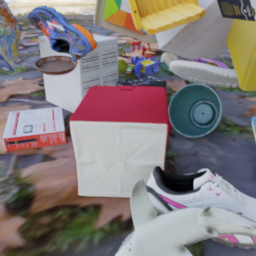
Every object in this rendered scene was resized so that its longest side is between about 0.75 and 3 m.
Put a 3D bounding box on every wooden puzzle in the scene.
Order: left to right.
[{"bbox_3d":[0.102,-4.547,10.198,2.623,2.427,0.488,19,36,5],"label":"wooden puzzle"}]

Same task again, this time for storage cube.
[{"bbox_3d":[-0.071,0.228,6.005,2.065,1.765,1.856,2,28,5],"label":"storage cube"}]

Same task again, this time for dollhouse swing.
[{"bbox_3d":[0.833,-3.030,6.461,1.581,1.437,1.390,-18,17,3],"label":"dollhouse swing"}]

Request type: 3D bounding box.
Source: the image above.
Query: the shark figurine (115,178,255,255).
[{"bbox_3d":[1.053,1.650,4.143,2.885,1.204,1.724,-7,60,3],"label":"shark figurine"}]

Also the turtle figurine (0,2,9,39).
[{"bbox_3d":[-2.915,-2.276,5.667,0.909,0.675,0.937,11,-18,-23],"label":"turtle figurine"}]

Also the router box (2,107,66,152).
[{"bbox_3d":[-2.621,-0.020,7.987,1.551,0.422,1.728,-7,27,-13],"label":"router box"}]

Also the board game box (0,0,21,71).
[{"bbox_3d":[-4.181,-3.183,8.970,0.448,1.762,2.603,2,-14,-1],"label":"board game box"}]

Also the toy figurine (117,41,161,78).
[{"bbox_3d":[0.706,-3.066,13.070,1.618,1.424,2.700,36,45,29],"label":"toy figurine"}]

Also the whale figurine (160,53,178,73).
[{"bbox_3d":[2.094,-3.136,14.073,1.120,0.731,1.408,6,48,-20],"label":"whale figurine"}]

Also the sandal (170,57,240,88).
[{"bbox_3d":[2.488,-1.656,8.028,2.620,0.644,1.066,11,-13,-2],"label":"sandal"}]

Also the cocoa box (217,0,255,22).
[{"bbox_3d":[1.681,-2.254,3.760,0.891,1.336,0.876,-47,41,-7],"label":"cocoa box"}]

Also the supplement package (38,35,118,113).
[{"bbox_3d":[-1.674,-1.956,9.736,2.217,2.318,1.705,23,35,37],"label":"supplement package"}]

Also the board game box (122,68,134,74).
[{"bbox_3d":[-0.469,-2.908,14.049,1.392,0.163,0.729,6,25,12],"label":"board game box"}]

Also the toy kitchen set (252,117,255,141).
[{"bbox_3d":[2.750,-0.162,4.575,1.247,0.999,0.734,-9,50,17],"label":"toy kitchen set"}]

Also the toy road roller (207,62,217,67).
[{"bbox_3d":[3.447,-2.696,12.738,1.286,0.939,0.790,7,27,13],"label":"toy road roller"}]

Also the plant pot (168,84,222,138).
[{"bbox_3d":[2.015,-0.435,7.969,1.464,1.464,0.981,18,5,32],"label":"plant pot"}]

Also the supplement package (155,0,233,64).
[{"bbox_3d":[2.237,-3.343,8.419,2.233,2.135,1.642,6,63,-38],"label":"supplement package"}]

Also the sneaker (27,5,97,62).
[{"bbox_3d":[-1.487,-1.964,5.827,1.699,0.640,0.666,31,72,17],"label":"sneaker"}]

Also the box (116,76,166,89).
[{"bbox_3d":[0.433,-1.168,9.669,1.569,0.959,0.832,-13,28,-25],"label":"box"}]

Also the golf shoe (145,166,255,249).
[{"bbox_3d":[1.461,1.274,4.675,2.426,1.117,0.881,6,27,9],"label":"golf shoe"}]

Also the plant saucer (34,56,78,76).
[{"bbox_3d":[-1.473,-1.277,5.772,0.870,0.150,0.870,2,35,-1],"label":"plant saucer"}]

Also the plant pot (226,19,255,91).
[{"bbox_3d":[3.312,-2.120,5.829,1.964,1.732,1.964,-3,51,8],"label":"plant pot"}]
